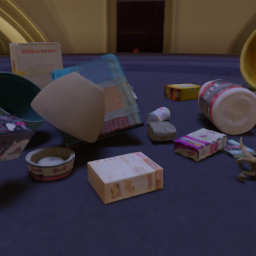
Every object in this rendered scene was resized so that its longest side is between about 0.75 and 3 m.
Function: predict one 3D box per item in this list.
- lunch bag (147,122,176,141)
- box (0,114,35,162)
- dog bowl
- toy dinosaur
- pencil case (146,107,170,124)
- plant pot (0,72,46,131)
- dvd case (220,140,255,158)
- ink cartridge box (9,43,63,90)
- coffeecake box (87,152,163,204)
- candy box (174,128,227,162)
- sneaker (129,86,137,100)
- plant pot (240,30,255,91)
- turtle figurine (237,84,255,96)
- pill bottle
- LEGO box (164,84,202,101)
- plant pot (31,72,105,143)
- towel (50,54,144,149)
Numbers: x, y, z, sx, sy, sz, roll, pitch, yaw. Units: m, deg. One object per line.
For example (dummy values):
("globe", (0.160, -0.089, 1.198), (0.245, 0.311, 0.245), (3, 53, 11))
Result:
("lunch bag", (0.906, 0.108, 7.601), (0.635, 0.455, 0.774), (-2, 14, -7))
("box", (-2.212, 0.186, 4.734), (0.571, 0.657, 0.994), (39, 12, 13))
("dog bowl", (-1.597, 0.738, 5.811), (0.988, 0.364, 0.988), (0, 18, 0))
("toy dinosaur", (2.526, 0.746, 5.517), (0.783, 0.450, 1.548), (-12, 28, -20))
("pencil case", (0.993, -0.366, 9.055), (0.481, 0.441, 1.061), (10, 20, 26))
("plant pot", (-3.132, -0.441, 7.504), (1.791, 1.200, 1.791), (32, 28, -20))
("dvd case", (2.607, 0.509, 6.947), (0.649, 0.098, 0.888), (-6, 20, -17))
("ink cartridge box", (-3.606, -2.153, 11.250), (1.775, 2.446, 1.020), (-13, 22, -34))
("coffeecake box", (-0.066, 0.886, 5.254), (1.157, 0.423, 0.888), (-9, 21, -24))
("candy box", (1.757, 0.386, 6.797), (1.096, 0.334, 0.747), (-20, 25, -33))
("sneaker", (0.115, -1.556, 12.468), (0.367, 0.562, 0.978), (-8, 20, -24))
("plant pot", (5.305, -1.905, 8.753), (2.475, 2.631, 2.631), (17, 3, -41))
("turtle figurine", (4.803, -1.100, 9.934), (2.601, 1.310, 1.947), (28, 47, 23))
("pill bottle", (3.022, -0.797, 8.887), (1.354, 1.354, 2.445), (0, 18, -1))
("LEGO box", (2.512, -1.643, 12.752), (1.413, 0.545, 1.052), (-9, 20, -25))
("plant pot", (-1.156, -0.582, 6.355), (1.662, 1.116, 1.662), (33, 5, -4))
("towel", (-0.983, -0.906, 7.896), (2.146, 0.317, 2.926), (-17, 53, -5))
